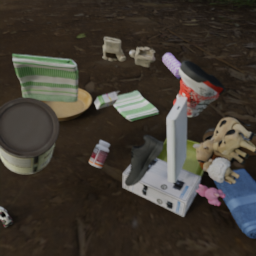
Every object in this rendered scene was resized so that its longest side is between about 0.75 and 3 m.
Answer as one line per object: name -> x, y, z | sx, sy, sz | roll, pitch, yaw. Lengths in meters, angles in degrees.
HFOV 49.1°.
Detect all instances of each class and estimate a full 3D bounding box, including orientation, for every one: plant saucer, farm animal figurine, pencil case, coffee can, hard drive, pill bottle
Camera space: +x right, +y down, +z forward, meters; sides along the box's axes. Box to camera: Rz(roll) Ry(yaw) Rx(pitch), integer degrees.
plant saucer -> -3.325, -1.155, 14.294 | 2.961, 0.524, 2.961 | 0, 37, 0
farm animal figurine -> 2.135, 0.614, 6.732 | 1.097, 1.762, 2.182 | 34, 23, 9
pencil case -> 1.801, -2.450, 10.931 | 0.507, 0.498, 1.187 | -1, 45, -33
coffee can -> -3.023, 0.352, 8.345 | 1.683, 2.300, 1.683 | 7, 68, -18
hard drive -> 1.559, 0.373, 8.854 | 0.302, 2.298, 1.516 | 8, 34, 23
pill bottle -> -0.933, 0.869, 9.310 | 0.480, 0.849, 0.480 | 24, -1, 0
plant saucer -> 2.182, 1.211, 11.172 | 1.886, 0.451, 1.883 | 16, 39, 21

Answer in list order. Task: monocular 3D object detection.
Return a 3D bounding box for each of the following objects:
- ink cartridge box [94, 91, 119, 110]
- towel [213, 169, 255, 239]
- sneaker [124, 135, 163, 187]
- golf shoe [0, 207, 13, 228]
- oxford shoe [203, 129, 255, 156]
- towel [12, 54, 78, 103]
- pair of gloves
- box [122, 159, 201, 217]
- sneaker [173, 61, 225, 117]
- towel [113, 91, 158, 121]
ink cartridge box -> -0.786, -1.105, 11.150 | 1.006, 0.589, 0.338 | -20, 80, -25
towel -> 3.927, 2.479, 9.358 | 1.362, 0.592, 2.439 | -7, 38, -8
sneaker -> 0.336, 0.972, 8.516 | 0.781, 1.720, 0.653 | 34, 1, -4
golf shoe -> -4.088, 2.786, 9.094 | 0.956, 0.421, 0.369 | 26, 45, 32
oxford shoe -> 4.326, 0.711, 11.260 | 2.651, 0.963, 1.119 | 6, 16, 24
towel -> -2.534, -1.445, 8.894 | 1.879, 2.463, 0.288 | 2, 68, -11
pair of gloves -> 0.010, -2.945, 11.380 | 2.168, 0.380, 1.844 | 13, -6, -7
box -> 1.154, 1.934, 9.959 | 2.438, 0.733, 1.422 | 21, 41, 26
sneaker -> 2.053, -1.095, 9.110 | 2.969, 1.591, 0.991 | 3, 47, -57
towel -> 0.267, -1.170, 14.535 | 1.789, 0.274, 2.345 | -17, 40, -20
